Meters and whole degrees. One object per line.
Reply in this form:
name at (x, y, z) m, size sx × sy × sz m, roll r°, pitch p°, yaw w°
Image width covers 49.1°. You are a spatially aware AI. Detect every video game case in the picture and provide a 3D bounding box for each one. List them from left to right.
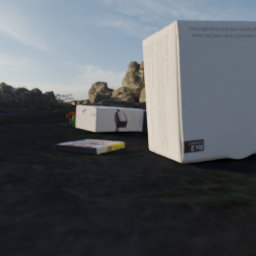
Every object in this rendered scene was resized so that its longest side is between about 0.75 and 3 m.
video game case at (-0.922, 0.442, 6.797) m, size 1.281 × 0.163 × 1.158 m, roll 3°, pitch 6°, yaw 32°

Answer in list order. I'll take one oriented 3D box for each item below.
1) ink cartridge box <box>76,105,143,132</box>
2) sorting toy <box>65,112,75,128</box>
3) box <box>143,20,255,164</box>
ink cartridge box at (-0.761, -0.369, 11.315) m, size 2.242 × 0.938 × 1.626 m, roll 0°, pitch 6°, yaw -38°
sorting toy at (-2.827, -0.344, 13.683) m, size 0.465 × 0.681 × 1.134 m, roll -1°, pitch 23°, yaw -12°
box at (1.799, -0.746, 5.901) m, size 2.542 × 2.556 × 1.670 m, roll -5°, pitch 6°, yaw -18°
